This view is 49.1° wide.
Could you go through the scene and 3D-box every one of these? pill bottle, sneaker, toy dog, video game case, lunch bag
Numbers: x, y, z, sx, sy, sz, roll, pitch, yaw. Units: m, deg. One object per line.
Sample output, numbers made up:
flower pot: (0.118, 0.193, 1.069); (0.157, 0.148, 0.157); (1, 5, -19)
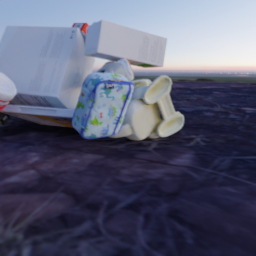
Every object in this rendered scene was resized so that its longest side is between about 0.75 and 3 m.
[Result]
pill bottle: (-3.993, -0.651, 7.627); (1.817, 1.020, 1.020); (-43, 1, 16)
sneaker: (-0.764, -1.712, 9.228); (1.073, 0.883, 2.333); (-24, 10, -21)
toy dog: (0.099, -0.473, 8.718); (2.437, 1.754, 2.513); (-43, 29, -15)
video game case: (-2.172, -0.293, 8.738); (2.882, 0.251, 2.061); (6, -9, 23)
lunch bag: (-0.554, -0.515, 6.639); (1.253, 1.559, 0.643); (-3, 35, -43)

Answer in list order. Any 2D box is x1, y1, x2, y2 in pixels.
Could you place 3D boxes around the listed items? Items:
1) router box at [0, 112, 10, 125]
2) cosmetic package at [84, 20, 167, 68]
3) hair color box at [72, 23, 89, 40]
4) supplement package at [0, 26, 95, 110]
router box: (-4.596, -0.791, 9.024); (1.437, 0.375, 1.130); (34, -21, 3)
cosmetic package: (-0.088, -2.718, 9.348); (2.439, 1.034, 1.312); (4, 8, -27)
hair color box: (-1.471, -3.297, 10.341); (0.703, 0.405, 1.267); (16, -17, 36)
supplement package: (-3.090, -1.966, 10.276); (2.844, 2.719, 2.091); (7, -19, 14)
